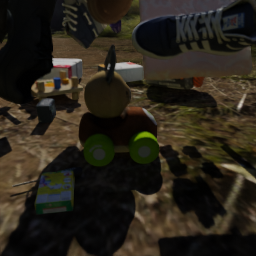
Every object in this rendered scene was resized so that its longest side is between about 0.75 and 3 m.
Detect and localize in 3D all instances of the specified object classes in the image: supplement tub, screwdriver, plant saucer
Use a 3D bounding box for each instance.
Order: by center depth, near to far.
[{"bbox_3d":[-1.698,1.045,6.001,1.467,0.205,0.213,-6,51,-22],"label":"screwdriver"},{"bbox_3d":[-0.402,-3.373,7.176,1.474,1.474,0.217,-18,44,-38],"label":"plant saucer"},{"bbox_3d":[2.246,-2.712,13.444,2.615,1.602,1.602,10,24,24],"label":"supplement tub"}]

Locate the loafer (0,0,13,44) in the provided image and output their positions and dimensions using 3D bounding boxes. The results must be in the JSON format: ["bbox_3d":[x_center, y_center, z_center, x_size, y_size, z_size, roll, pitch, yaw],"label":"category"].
[{"bbox_3d":[-2.434,-1.971,4.923,0.799,0.773,2.275,-33,12,-32],"label":"loafer"}]

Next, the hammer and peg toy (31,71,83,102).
[{"bbox_3d":[-3.498,-1.628,11.653,2.785,0.982,2.049,-14,27,-30],"label":"hammer and peg toy"}]

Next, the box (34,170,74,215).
[{"bbox_3d":[-1.421,1.210,5.542,0.674,0.278,1.148,-4,25,-8],"label":"box"}]

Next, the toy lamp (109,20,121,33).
[{"bbox_3d":[-0.572,-4.203,10.214,0.490,1.682,0.490,-5,60,8],"label":"toy lamp"}]

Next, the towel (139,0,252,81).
[{"bbox_3d":[1.595,-2.450,6.955,2.645,2.527,0.426,-4,-8,-3],"label":"towel"}]

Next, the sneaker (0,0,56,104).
[{"bbox_3d":[-2.138,-1.860,6.300,1.317,2.902,1.102,26,8,21],"label":"sneaker"}]

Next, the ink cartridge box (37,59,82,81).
[{"bbox_3d":[-3.617,-2.982,14.884,1.796,1.031,2.474,3,22,8],"label":"ink cartridge box"}]

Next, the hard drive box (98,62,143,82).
[{"bbox_3d":[-0.427,-3.030,15.367,2.012,0.772,1.568,-12,25,-27],"label":"hard drive box"}]

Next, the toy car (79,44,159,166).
[{"bbox_3d":[-0.269,-0.714,7.116,2.082,2.639,2.168,-3,22,-6],"label":"toy car"}]

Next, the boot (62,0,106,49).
[{"bbox_3d":[-1.722,-3.762,9.161,1.025,1.273,2.817,36,0,30],"label":"boot"}]

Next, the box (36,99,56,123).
[{"bbox_3d":[-2.780,-0.595,9.552,0.437,0.606,0.816,-1,23,-2],"label":"box"}]

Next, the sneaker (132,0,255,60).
[{"bbox_3d":[1.309,-1.751,4.970,2.344,0.821,1.271,-3,2,-12],"label":"sneaker"}]
